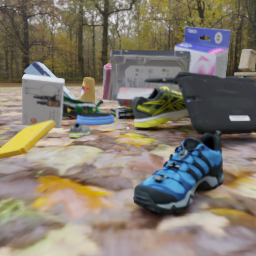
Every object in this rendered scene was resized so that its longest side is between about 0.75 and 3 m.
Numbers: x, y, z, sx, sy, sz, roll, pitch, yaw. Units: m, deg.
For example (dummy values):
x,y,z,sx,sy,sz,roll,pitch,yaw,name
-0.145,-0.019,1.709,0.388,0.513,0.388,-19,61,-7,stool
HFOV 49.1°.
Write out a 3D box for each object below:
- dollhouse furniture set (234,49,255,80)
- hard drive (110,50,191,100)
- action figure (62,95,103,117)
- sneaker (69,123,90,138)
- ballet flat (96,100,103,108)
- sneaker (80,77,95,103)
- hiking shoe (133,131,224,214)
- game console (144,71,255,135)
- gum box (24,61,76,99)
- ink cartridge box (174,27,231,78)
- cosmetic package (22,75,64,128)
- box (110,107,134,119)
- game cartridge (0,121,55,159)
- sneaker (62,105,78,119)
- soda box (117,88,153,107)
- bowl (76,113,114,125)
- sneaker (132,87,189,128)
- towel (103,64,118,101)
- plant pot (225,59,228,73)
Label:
x,y,z,sx,sy,sz,roll,pitch,yaw,name
4.675,-1.992,11.063,2.349,2.656,1.476,9,3,-41,dollhouse furniture set
0.813,-1.939,10.700,2.903,2.028,0.549,3,41,4,hard drive
-1.836,-0.720,10.795,1.770,1.046,0.484,8,37,-1,action figure
-1.300,0.035,7.637,0.324,0.355,0.877,3,11,17,sneaker
-1.407,-0.936,12.673,0.266,0.778,0.265,41,6,-16,ballet flat
-1.893,-1.467,13.098,0.686,1.831,0.825,10,-34,-10,sneaker
0.696,0.523,3.742,0.674,0.786,1.813,9,13,39,hiking shoe
2.098,-0.652,7.468,2.640,2.322,1.537,-2,-25,-29,game console
-3.192,-1.727,12.240,0.642,2.448,2.882,-43,16,-2,gum box
2.661,-2.383,10.852,0.607,2.803,2.752,-10,24,-20,ink cartridge box
-2.300,-0.690,7.559,1.027,1.362,0.352,5,27,-9,cosmetic package
0.055,-0.646,11.406,1.302,0.320,1.348,-8,12,-15,box
-1.612,0.189,4.393,0.700,0.129,0.794,-12,28,32,game cartridge
-2.338,-0.574,10.589,0.878,0.307,0.395,23,-26,-12,sneaker
0.457,-1.102,10.356,1.649,0.564,0.524,4,-31,17,soda box
-1.161,-0.329,9.910,1.327,0.260,1.327,0,10,0,bowl
1.320,-0.821,8.702,2.614,1.106,0.974,-21,13,-18,sneaker
0.171,-1.695,11.594,2.447,1.791,0.366,8,47,0,towel
3.371,-2.061,13.466,2.550,2.396,2.550,1,11,0,plant pot
